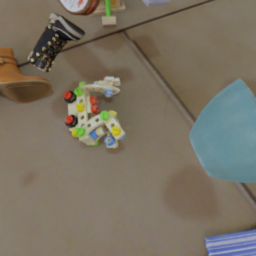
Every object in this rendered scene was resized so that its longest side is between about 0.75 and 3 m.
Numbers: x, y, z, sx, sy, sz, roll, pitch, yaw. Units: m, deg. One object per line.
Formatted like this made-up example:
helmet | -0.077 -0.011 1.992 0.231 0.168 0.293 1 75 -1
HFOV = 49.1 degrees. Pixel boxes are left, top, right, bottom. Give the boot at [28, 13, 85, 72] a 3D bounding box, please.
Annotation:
boot | -1.807 -2.012 6.841 1.387 0.674 1.842 -56 41 9

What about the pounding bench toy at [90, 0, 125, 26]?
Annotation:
pounding bench toy | -0.927 -5.625 11.330 1.519 1.907 2.445 -11 59 -7

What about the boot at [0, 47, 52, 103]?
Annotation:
boot | -4.019 -1.887 9.678 2.758 1.058 2.141 -11 56 3

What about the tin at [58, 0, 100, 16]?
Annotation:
tin | -1.611 -4.033 7.371 0.487 1.302 2.325 -31 83 -46

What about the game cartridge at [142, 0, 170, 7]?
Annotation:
game cartridge | 0.663 -4.296 8.594 0.868 0.267 1.304 -17 71 -15

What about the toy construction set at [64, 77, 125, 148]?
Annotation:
toy construction set | -0.983 -0.596 8.612 1.814 1.274 2.766 -17 49 17

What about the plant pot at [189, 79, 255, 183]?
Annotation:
plant pot | 1.630 0.202 4.441 1.094 1.625 1.625 -28 58 18

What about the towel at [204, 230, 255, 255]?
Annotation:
towel | 2.757 3.540 6.678 1.438 0.237 1.986 -7 58 -5
